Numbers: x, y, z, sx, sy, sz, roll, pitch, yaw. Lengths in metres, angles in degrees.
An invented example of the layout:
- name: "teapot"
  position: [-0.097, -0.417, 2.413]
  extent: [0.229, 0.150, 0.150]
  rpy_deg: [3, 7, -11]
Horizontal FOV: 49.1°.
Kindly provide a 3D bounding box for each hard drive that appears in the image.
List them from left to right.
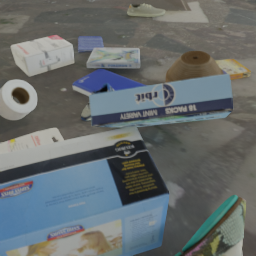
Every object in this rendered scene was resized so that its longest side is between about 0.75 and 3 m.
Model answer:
- name: "hard drive"
  position: [-0.550, -1.317, 9.278]
  extent: [2.185, 0.277, 1.442]
  rpy_deg: [26, 45, 29]

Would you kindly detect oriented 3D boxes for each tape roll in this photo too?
- name: "tape roll"
  position: [-3.069, -0.758, 7.663]
  extent: [0.663, 0.965, 0.965]
  rpy_deg: [-22, 18, 44]

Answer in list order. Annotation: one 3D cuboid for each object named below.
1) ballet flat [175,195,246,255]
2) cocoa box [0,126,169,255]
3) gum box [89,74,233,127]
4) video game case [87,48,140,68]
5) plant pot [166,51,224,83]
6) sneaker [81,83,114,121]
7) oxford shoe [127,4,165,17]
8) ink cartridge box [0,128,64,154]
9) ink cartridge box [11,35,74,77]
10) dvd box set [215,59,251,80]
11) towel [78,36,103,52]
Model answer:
- name: "ballet flat"
  position: [1.104, 2.224, 4.414]
  extent: [2.842, 0.982, 1.011]
  rpy_deg: [-29, 65, -25]
- name: "cocoa box"
  position: [-0.794, 1.296, 4.803]
  extent: [2.521, 1.682, 1.655]
  rpy_deg: [-12, 43, -14]
- name: "gum box"
  position: [0.872, -0.435, 6.067]
  extent: [2.445, 0.641, 2.878]
  rpy_deg: [-6, -1, 17]
- name: "video game case"
  position: [-0.504, -2.758, 10.918]
  extent: [1.930, 0.233, 2.118]
  rpy_deg: [1, 31, 1]
- name: "plant pot"
  position: [2.237, -1.960, 9.421]
  extent: [1.950, 0.900, 1.950]
  rpy_deg: [-5, 43, 5]
- name: "sneaker"
  position: [-0.954, -0.807, 8.215]
  extent: [0.519, 0.574, 1.348]
  rpy_deg: [27, 66, 29]
- name: "oxford shoe"
  position: [1.032, -6.670, 15.803]
  extent: [2.135, 0.616, 0.803]
  rpy_deg: [2, 35, -1]
- name: "ink cartridge box"
  position: [-2.348, 0.774, 6.331]
  extent: [1.939, 0.654, 1.129]
  rpy_deg: [-20, 42, -21]
- name: "ink cartridge box"
  position: [-3.264, -2.826, 10.765]
  extent: [1.925, 0.797, 1.410]
  rpy_deg: [-25, 45, -28]
- name: "dvd box set"
  position: [3.487, -2.134, 10.352]
  extent: [1.606, 0.236, 1.175]
  rpy_deg: [-11, 40, -13]
- name: "towel"
  position: [-1.678, -3.729, 12.469]
  extent: [1.095, 0.180, 1.512]
  rpy_deg: [-3, 40, -7]
